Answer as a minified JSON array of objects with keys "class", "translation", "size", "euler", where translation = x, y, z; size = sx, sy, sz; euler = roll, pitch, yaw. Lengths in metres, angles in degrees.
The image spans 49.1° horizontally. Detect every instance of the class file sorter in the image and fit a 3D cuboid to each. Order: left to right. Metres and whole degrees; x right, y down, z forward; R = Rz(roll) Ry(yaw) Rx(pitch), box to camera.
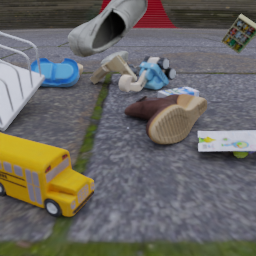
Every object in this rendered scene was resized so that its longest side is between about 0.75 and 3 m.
[{"class":"file sorter","translation":[-4.009,-1.543,8.553],"size":[1.749,1.570,2.521],"euler":[19,51,5]}]

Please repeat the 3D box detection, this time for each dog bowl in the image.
[{"class":"dog bowl","translation":[-3.294,-2.456,12.660],"size":[2.273,1.267,0.563],"euler":[2,-18,4]}]

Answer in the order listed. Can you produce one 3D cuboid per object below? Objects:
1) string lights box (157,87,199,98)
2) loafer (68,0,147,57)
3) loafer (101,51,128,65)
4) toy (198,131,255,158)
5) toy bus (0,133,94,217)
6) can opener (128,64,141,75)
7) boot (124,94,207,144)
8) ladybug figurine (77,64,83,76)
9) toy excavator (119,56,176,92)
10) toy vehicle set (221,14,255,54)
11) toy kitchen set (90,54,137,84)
[{"class":"string lights box","translation":[1.910,-1.209,10.718],"size":[1.419,0.418,0.729],"euler":[-13,27,-27]},{"class":"loafer","translation":[-0.327,-2.773,7.494],"size":[0.985,0.987,2.823],"euler":[21,58,40]},{"class":"loafer","translation":[-0.737,-4.082,16.638],"size":[0.902,0.904,2.585],"euler":[17,28,17]},{"class":"toy","translation":[2.681,0.447,6.988],"size":[1.827,0.431,1.052],"euler":[3,27,12]},{"class":"toy bus","translation":[-1.926,0.821,5.426],"size":[2.531,0.991,0.824],"euler":[11,26,23]},{"class":"can opener","translation":[0.785,-2.900,14.646],"size":[2.089,0.557,0.698],"euler":[8,58,15]},{"class":"boot","translation":[0.782,-0.334,8.509],"size":[2.366,1.029,2.844],"euler":[4,23,41]},{"class":"ladybug figurine","translation":[-3.162,-2.724,13.780],"size":[1.969,0.708,1.336],"euler":[-12,27,-26]},{"class":"toy excavator","translation":[0.796,-2.103,11.993],"size":[1.117,2.237,2.175],"euler":[19,-15,42]},{"class":"toy vehicle set","translation":[3.672,-3.052,9.201],"size":[0.771,1.241,0.164],"euler":[36,70,5]},{"class":"toy kitchen set","translation":[-0.734,-2.239,12.833],"size":[1.655,1.493,1.350],"euler":[-36,10,19]}]
